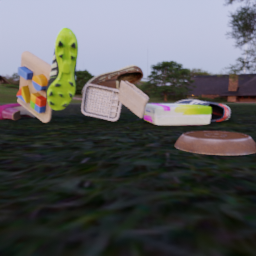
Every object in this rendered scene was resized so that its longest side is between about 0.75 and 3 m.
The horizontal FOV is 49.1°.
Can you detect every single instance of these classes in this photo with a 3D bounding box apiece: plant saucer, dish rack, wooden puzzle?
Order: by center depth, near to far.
[{"bbox_3d":[1.828,0.274,5.874,1.682,0.290,1.682,0,7,0],"label":"plant saucer"},{"bbox_3d":[-0.938,-0.944,10.148,1.407,1.208,0.306,12,24,0],"label":"dish rack"},{"bbox_3d":[-3.627,-1.552,10.689,2.038,2.201,0.509,33,30,27],"label":"wooden puzzle"}]

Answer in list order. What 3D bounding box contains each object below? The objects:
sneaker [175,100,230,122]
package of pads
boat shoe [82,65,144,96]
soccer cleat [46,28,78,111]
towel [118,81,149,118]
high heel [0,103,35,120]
[{"bbox_3d":[3.004,-0.745,11.955,2.542,0.953,1.074,2,4,21],"label":"sneaker"},{"bbox_3d":[1.836,-0.531,10.929,2.225,0.759,1.719,0,8,-12],"label":"package of pads"},{"bbox_3d":[-0.562,-1.687,10.616,2.493,0.921,0.922,-29,31,-6],"label":"boat shoe"},{"bbox_3d":[-2.177,-1.919,9.451,0.964,2.855,1.157,8,34,-16],"label":"soccer cleat"},{"bbox_3d":[0.146,-0.941,9.088,0.211,0.813,1.226,-25,54,-36],"label":"towel"},{"bbox_3d":[-5.355,-0.955,13.730,1.271,0.891,2.643,13,13,13],"label":"high heel"}]
